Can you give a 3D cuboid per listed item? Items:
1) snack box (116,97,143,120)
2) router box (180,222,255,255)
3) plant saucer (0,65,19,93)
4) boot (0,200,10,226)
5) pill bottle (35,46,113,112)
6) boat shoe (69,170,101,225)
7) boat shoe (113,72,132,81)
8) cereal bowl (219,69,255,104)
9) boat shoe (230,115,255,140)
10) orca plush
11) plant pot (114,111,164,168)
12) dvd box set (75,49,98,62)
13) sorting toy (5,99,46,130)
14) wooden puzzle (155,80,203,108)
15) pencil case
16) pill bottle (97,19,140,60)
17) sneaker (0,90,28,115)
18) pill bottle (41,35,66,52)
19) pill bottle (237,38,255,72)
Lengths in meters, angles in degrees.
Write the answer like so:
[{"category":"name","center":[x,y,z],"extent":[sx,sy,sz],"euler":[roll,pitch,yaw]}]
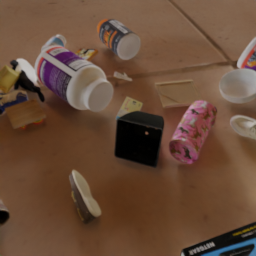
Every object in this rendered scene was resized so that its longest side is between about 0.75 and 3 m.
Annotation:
[{"category":"snack box","center":[0.054,-0.572,9.526],"extent":[0.629,0.201,1.083],"euler":[23,47,1]},{"category":"router box","center":[2.287,2.941,5.772],"extent":[1.973,0.504,1.472],"euler":[-14,46,-14]},{"category":"plant saucer","center":[-4.284,-1.695,9.908],"extent":[0.837,0.203,0.837],"euler":[32,86,23]},{"category":"boot","center":[-3.939,1.886,6.006],"extent":[1.800,0.865,2.461],"euler":[13,12,31]},{"category":"pill bottle","center":[-1.869,-1.669,9.750],"extent":[1.593,1.593,2.832],"euler":[-35,54,-30]},{"category":"boat shoe","center":[-1.192,1.709,7.053],"extent":[0.443,0.534,1.487],"euler":[-43,52,8]},{"category":"boat shoe","center":[-0.172,-1.980,10.746],"extent":[0.824,0.286,0.292],"euler":[7,6,-39]},{"category":"cereal bowl","center":[4.035,-1.419,10.075],"extent":[1.453,0.605,1.453],"euler":[-12,49,14]},{"category":"boat shoe","center":[3.944,0.091,8.517],"extent":[1.786,0.624,0.633],"euler":[38,85,29]},{"category":"orca plush","center":[-3.880,-1.692,10.605],"extent":[2.528,0.899,1.330],"euler":[46,15,27]},{"category":"plant pot","center":[0.414,0.192,8.167],"extent":[1.297,1.294,1.150],"euler":[13,31,13]},{"category":"dvd box set","center":[-2.002,-3.053,12.107],"extent":[0.926,0.186,1.266],"euler":[11,44,24]},{"category":"sorting toy","center":[-3.400,-0.401,9.327],"extent":[1.057,0.368,1.050],"euler":[-23,49,-22]},{"category":"wooden puzzle","center":[1.843,-1.227,10.258],"extent":[1.467,0.295,1.586],"euler":[-6,41,-5]},{"category":"pencil case","center":[1.981,0.099,8.431],"extent":[0.947,0.906,2.189],"euler":[16,45,26]},{"category":"pill bottle","center":[-0.528,-4.064,12.511],"extent":[1.205,1.205,2.269],"euler":[-23,48,-22]},{"category":"sneaker","center":[-4.237,-0.812,9.674],"extent":[1.475,0.596,0.852],"euler":[-2,54,-3]},{"category":"pill bottle","center":[-3.237,-3.574,12.360],"extent":[0.711,0.711,1.307],"euler":[10,44,10]},{"category":"pill bottle","center":[5.444,-2.160,10.199],"extent":[2.514,1.401,1.401],"euler":[40,56,20]}]
